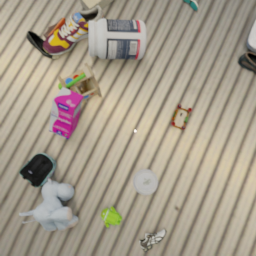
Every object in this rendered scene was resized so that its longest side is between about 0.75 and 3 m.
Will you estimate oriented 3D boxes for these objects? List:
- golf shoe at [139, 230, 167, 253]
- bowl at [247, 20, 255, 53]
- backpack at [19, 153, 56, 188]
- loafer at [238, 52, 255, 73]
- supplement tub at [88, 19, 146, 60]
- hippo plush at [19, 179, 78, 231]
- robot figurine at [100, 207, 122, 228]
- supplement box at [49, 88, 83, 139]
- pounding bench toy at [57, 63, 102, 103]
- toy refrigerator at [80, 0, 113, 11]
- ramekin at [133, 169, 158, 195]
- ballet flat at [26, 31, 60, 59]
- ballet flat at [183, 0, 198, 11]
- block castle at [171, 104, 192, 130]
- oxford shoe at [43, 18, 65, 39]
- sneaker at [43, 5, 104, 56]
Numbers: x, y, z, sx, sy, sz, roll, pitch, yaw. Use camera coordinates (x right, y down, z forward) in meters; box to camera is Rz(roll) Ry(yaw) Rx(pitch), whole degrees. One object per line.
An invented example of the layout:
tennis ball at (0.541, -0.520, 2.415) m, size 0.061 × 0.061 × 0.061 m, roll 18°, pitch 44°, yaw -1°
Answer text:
golf shoe at (0.881, 3.936, 10.051) m, size 1.095 × 0.426 × 0.517 m, roll -37°, pitch 81°, yaw -8°
bowl at (5.784, -3.642, 11.462) m, size 1.729 × 0.646 × 1.732 m, roll 24°, pitch 79°, yaw 5°
backpack at (-3.224, 1.492, 10.303) m, size 1.001 × 0.873 × 1.139 m, roll 37°, pitch 91°, yaw 5°
loafer at (5.483, -2.455, 11.217) m, size 2.055 × 0.646 × 0.738 m, roll 22°, pitch 79°, yaw 4°
supplement tub at (-0.442, -3.362, 10.673) m, size 2.085 × 1.463 × 1.463 m, roll -1°, pitch 78°, yaw -9°
hippo plush at (-2.676, 2.733, 10.030) m, size 1.876 × 1.495 × 1.509 m, roll 5°, pitch 51°, yaw -8°
robot figurine at (-0.633, 3.226, 10.164) m, size 0.812 × 0.470 × 0.712 m, roll 24°, pitch 98°, yaw 3°
supplement box at (-2.214, -0.496, 9.927) m, size 0.810 × 1.600 × 0.827 m, roll 23°, pitch 43°, yaw 1°
pounding bench toy at (-1.901, -1.614, 10.474) m, size 1.384 × 1.775 × 1.103 m, roll -27°, pitch 80°, yaw -6°
toy refrigerator at (-1.031, -5.698, 11.860) m, size 2.007 × 0.702 × 0.762 m, roll -40°, pitch 84°, yaw -5°
ramekin at (0.651, 2.011, 10.417) m, size 0.969 × 0.451 × 0.969 m, roll 0°, pitch 78°, yaw 0°
ballet flat at (-3.504, -3.353, 11.469) m, size 1.643 × 0.467 × 0.546 m, roll 35°, pitch 79°, yaw 1°
ballet flat at (2.731, -5.393, 12.022) m, size 0.872 × 0.303 × 0.303 m, roll 43°, pitch 82°, yaw 9°
block castle at (2.059, -0.417, 10.917) m, size 0.620 × 0.435 × 0.928 m, roll 21°, pitch 80°, yaw 4°
oxford shoe at (-3.083, -4.197, 11.699) m, size 0.431 × 0.422 × 1.183 m, roll 35°, pitch 81°, yaw 12°
sneaker at (-2.208, -3.948, 11.089) m, size 2.751 × 1.239 × 1.031 m, roll -35°, pitch 77°, yaw -15°
